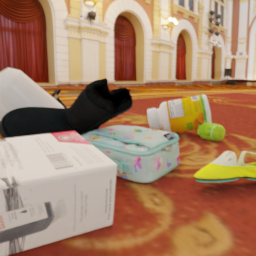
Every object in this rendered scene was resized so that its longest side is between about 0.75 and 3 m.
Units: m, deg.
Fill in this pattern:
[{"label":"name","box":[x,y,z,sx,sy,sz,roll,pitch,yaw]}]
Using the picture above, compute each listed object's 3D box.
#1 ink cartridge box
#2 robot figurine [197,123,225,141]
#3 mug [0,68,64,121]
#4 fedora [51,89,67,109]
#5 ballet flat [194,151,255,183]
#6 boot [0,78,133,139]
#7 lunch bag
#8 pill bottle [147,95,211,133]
[{"label":"ink cartridge box","box":[-1.789,0.925,4.406,2.663,1.129,1.939,-4,17,-30]},{"label":"robot figurine","box":[2.989,0.148,10.023,0.919,0.606,1.048,10,2,-35]},{"label":"mug","box":[-3.539,-0.631,8.638,2.419,1.986,1.937,-21,34,27]},{"label":"fedora","box":[-3.093,-0.484,11.167,1.011,2.213,2.213,39,2,-15]},{"label":"ballet flat","box":[2.327,0.824,5.962,1.977,0.663,0.660,3,-2,-12]},{"label":"boot","box":[-1.524,-0.437,7.053,2.787,1.064,2.342,1,-24,-37]},{"label":"lunch bag","box":[0.019,0.553,7.118,2.408,0.928,1.932,8,14,38]},{"label":"pill bottle","box":[1.980,-0.468,11.042,2.330,1.294,1.294,-10,9,11]}]
